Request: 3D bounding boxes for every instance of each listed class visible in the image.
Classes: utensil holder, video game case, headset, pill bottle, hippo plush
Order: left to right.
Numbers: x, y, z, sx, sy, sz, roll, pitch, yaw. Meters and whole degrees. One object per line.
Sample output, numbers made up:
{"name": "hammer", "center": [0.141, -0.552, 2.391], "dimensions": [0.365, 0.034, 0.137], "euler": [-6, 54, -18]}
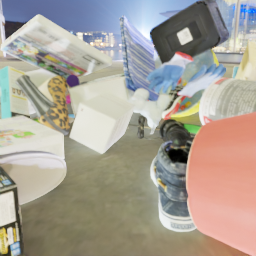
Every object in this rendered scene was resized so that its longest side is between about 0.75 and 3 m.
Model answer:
{"name": "utensil holder", "center": [-3.659, -1.408, 10.835], "dimensions": [1.619, 1.619, 1.905], "euler": [8, 21, 25]}
{"name": "video game case", "center": [-2.387, -2.479, 9.385], "dimensions": [2.546, 0.321, 2.795], "euler": [-9, -22, 44]}
{"name": "hippo plush", "center": [0.514, -0.567, 8.622], "dimensions": [1.112, 1.101, 1.382], "euler": [27, 59, 4]}
{"name": "headset", "center": [1.173, 0.059, 7.113], "dimensions": [1.881, 0.884, 1.162], "euler": [-2, 19, -6]}
{"name": "pill bottle", "center": [3.454, -0.350, 7.225], "dimensions": [1.645, 1.645, 2.889], "euler": [-11, 19, -32]}

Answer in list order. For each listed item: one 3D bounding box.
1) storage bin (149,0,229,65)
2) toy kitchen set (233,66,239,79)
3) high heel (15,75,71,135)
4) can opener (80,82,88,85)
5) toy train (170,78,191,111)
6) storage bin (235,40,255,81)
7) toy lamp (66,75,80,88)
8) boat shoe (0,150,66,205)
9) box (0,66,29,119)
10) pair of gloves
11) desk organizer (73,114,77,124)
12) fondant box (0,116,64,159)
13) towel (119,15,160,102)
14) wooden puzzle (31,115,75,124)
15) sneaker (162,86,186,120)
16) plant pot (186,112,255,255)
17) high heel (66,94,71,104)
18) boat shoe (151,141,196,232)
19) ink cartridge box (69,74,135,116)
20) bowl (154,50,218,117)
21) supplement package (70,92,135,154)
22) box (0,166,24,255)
{"name": "storage bin", "center": [1.926, -2.979, 8.984], "dimensions": [2.094, 1.416, 0.982], "euler": [-19, 11, 40]}
{"name": "toy kitchen set", "center": [6.273, -2.058, 13.158], "dimensions": [2.571, 1.514, 2.059], "euler": [5, 18, 18]}
{"name": "high heel", "center": [-2.204, -0.680, 9.233], "dimensions": [1.055, 2.107, 2.956], "euler": [-40, -5, 15]}
{"name": "can opener", "center": [-1.180, -1.974, 13.067], "dimensions": [2.158, 0.848, 0.684], "euler": [3, 11, 16]}
{"name": "toy train", "center": [1.862, -1.319, 10.649], "dimensions": [1.283, 0.475, 1.708], "euler": [10, 61, 12]}
{"name": "storage bin", "center": [4.171, -1.590, 9.356], "dimensions": [0.930, 1.985, 1.970], "euler": [14, 43, 10]}
{"name": "toy lamp", "center": [-2.002, -1.634, 10.264], "dimensions": [0.487, 0.487, 1.672], "euler": [-3, 2, -11]}
{"name": "boat shoe", "center": [-2.392, 0.879, 4.404], "dimensions": [2.798, 0.935, 0.797], "euler": [-17, 28, -36]}
{"name": "box", "center": [-3.573, -1.000, 8.814], "dimensions": [0.427, 1.736, 0.714], "euler": [-17, -17, 27]}
{"name": "pair of gloves", "center": [1.737, -1.443, 8.284], "dimensions": [2.225, 0.253, 1.789], "euler": [10, -27, -23]}
{"name": "desk organizer", "center": [-1.412, -0.147, 8.709], "dimensions": [0.456, 0.425, 1.185], "euler": [-5, 17, -5]}
{"name": "fondant box", "center": [-2.800, 0.339, 6.663], "dimensions": [1.628, 0.657, 2.256], "euler": [-15, 21, -40]}
{"name": "towel", "center": [0.494, -2.310, 9.814], "dimensions": [0.339, 2.839, 2.056], "euler": [-19, -25, 32]}
{"name": "wooden puzzle", "center": [-2.633, -0.226, 9.291], "dimensions": [1.363, 0.236, 2.020], "euler": [3, 17, 10]}
{"name": "sneaker", "center": [1.642, -0.906, 9.891], "dimensions": [0.593, 0.654, 1.541], "euler": [28, 63, 37]}
{"name": "plant pot", "center": [1.902, 0.675, 3.369], "dimensions": [1.933, 2.185, 2.185], "euler": [1, 14, 38]}
{"name": "high heel", "center": [-3.159, -1.546, 12.953], "dimensions": [0.843, 0.592, 1.758], "euler": [-18, 27, -30]}
{"name": "boat shoe", "center": [0.863, 0.633, 4.922], "dimensions": [0.844, 1.083, 2.387], "euler": [0, 17, 1]}
{"name": "ink cartridge box", "center": [-0.614, -1.286, 10.525], "dimensions": [2.110, 1.195, 2.878], "euler": [-8, 15, 16]}
{"name": "bowl", "center": [2.263, -1.661, 10.470], "dimensions": [1.544, 2.870, 2.870], "euler": [18, 0, -45]}
{"name": "supplement package", "center": [-0.626, -0.205, 7.444], "dimensions": [0.991, 0.994, 1.695], "euler": [27, 22, 10]}
{"name": "box", "center": [-1.696, 1.007, 3.332], "dimensions": [0.399, 1.291, 1.617], "euler": [-14, 22, -37]}
